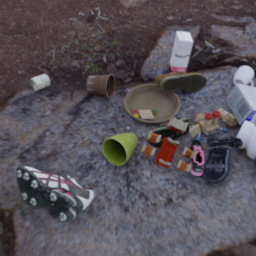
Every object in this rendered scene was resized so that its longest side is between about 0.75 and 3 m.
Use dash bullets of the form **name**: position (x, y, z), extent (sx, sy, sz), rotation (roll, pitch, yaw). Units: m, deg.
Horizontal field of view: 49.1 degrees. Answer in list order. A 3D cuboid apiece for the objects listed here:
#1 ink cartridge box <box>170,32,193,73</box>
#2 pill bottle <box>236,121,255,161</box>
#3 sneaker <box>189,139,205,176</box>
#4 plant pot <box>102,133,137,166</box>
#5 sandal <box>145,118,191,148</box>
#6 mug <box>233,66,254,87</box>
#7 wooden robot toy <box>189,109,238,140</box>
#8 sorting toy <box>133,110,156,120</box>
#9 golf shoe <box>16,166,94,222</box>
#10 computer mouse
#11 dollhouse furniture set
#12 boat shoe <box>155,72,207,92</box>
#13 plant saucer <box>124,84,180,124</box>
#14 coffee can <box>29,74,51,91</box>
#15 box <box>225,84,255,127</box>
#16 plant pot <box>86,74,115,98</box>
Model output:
- **ink cartridge box**: position (2.522, -3.604, 13.406), extent (0.695, 1.639, 1.194), rotation (4, 39, -1)
- **pill bottle**: position (5.088, 0.696, 9.876), extent (2.423, 1.360, 1.360), rotation (26, 53, 21)
- **sneaker**: position (2.519, 0.935, 10.092), extent (0.608, 0.734, 1.540), rotation (3, 47, 5)
- **plant pot**: position (-0.179, 0.639, 10.238), extent (1.069, 1.069, 1.143), rotation (27, 36, 22)
- **sandal**: position (1.521, 0.137, 10.853), extent (2.098, 0.833, 0.599), rotation (-20, 35, -28)
- **mug**: position (5.387, -2.227, 12.987), extent (1.011, 0.746, 0.886), rotation (45, 61, -4)
- **wooden robot toy**: position (3.180, -0.363, 11.145), extent (2.395, 1.055, 1.087), rotation (-17, 38, -17)
- **sorting toy**: position (0.691, -0.503, 11.550), extent (1.107, 0.187, 0.534), rotation (-1, 43, -19)
- **golf shoe**: position (-2.482, 2.004, 9.102), extent (2.873, 1.109, 1.266), rotation (22, 22, 28)
- **computer mouse**: position (3.250, 1.179, 9.844), extent (1.294, 0.492, 1.868), rotation (1, 53, 38)
- **dollhouse furniture set**: position (1.506, 0.562, 9.993), extent (1.744, 0.898, 1.725), rotation (24, 80, 0)
- **boat shoe**: position (2.389, -2.172, 12.563), extent (2.485, 0.894, 0.845), rotation (-3, 35, -27)
- **plant saucer**: position (1.021, -1.011, 12.079), extent (2.417, 0.356, 2.417), rotation (0, 49, 0)
- **coffee can**: position (-3.992, -2.063, 12.696), extent (0.580, 0.580, 0.793), rotation (29, 41, 24)
- **box**: position (5.076, -0.827, 11.224), extent (1.709, 0.896, 1.571), rotation (7, 46, -19)
- **plant pot**: position (-1.252, -1.902, 12.485), extent (1.042, 1.052, 1.052), rotation (8, 48, 16)
